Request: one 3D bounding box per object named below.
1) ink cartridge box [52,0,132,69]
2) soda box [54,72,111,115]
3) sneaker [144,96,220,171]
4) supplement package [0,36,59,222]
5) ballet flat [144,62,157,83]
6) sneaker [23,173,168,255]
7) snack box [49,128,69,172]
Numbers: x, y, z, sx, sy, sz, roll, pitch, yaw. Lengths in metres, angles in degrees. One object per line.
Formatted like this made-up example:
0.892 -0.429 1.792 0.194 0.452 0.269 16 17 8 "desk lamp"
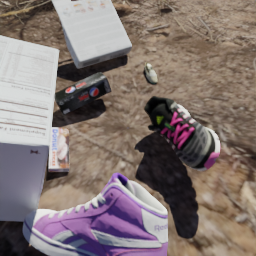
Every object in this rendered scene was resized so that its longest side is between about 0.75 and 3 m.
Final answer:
-1.305 -3.545 9.805 2.036 0.601 2.544 -22 83 -20 "ink cartridge box"
-1.318 -1.013 8.085 1.571 0.497 0.556 -27 38 -11 "soda box"
1.071 0.005 6.473 1.153 0.972 2.636 25 20 -27 "sneaker"
-2.632 0.012 5.618 2.004 2.606 2.725 8 44 -18 "supplement package"
0.730 -1.854 9.299 0.317 0.293 0.941 -12 48 -12 "ballet flat"
-0.586 1.452 4.787 2.730 0.989 1.556 8 90 25 "sneaker"
-1.739 0.525 7.073 0.478 0.162 1.329 1 46 -14 "snack box"
